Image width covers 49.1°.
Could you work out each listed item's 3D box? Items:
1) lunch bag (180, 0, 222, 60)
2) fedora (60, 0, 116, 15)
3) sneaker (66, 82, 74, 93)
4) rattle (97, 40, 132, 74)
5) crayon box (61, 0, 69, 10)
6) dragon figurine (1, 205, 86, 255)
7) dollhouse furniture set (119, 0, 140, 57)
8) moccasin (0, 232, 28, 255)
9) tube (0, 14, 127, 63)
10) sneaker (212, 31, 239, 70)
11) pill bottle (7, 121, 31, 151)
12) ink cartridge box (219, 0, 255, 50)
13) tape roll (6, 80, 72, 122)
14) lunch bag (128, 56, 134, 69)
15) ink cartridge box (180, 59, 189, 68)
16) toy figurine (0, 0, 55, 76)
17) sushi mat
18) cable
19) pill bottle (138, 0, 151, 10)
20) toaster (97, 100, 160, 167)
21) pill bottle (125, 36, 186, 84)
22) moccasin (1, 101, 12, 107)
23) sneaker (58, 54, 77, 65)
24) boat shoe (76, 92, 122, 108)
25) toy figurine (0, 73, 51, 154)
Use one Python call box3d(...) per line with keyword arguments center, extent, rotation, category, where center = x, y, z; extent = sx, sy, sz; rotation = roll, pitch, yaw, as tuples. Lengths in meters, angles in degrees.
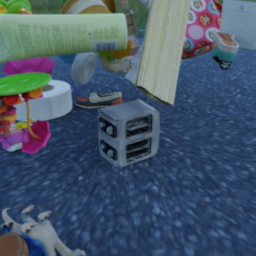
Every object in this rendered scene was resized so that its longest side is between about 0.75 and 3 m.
box3d(center=(2.263, -3.725, 9.542), extent=(2.120, 2.407, 0.986), rotation=(-22, -5, -8), category="lunch bag")
box3d(center=(-0.849, -2.500, 6.900), extent=(1.835, 1.835, 0.748), rotation=(-24, 62, -42), category="fedora")
box3d(center=(-2.748, -1.849, 12.694), extent=(0.305, 0.437, 0.878), rotation=(-17, 29, -33), category="sneaker")
box3d(center=(0.044, -2.091, 8.374), extent=(1.301, 1.821, 1.185), rotation=(-8, 61, 32), category="rattle")
box3d(center=(-1.647, -4.589, 10.142), extent=(0.509, 1.039, 1.749), rotation=(32, 51, 17), category="crayon box")
box3d(center=(-1.492, 1.832, 4.477), extent=(1.981, 0.985, 0.583), rotation=(-5, 18, 38), category="dragon figurine")
box3d(center=(-0.470, -4.032, 10.578), extent=(1.340, 2.585, 1.145), rotation=(-19, 46, -2), category="dollhouse furniture set")
box3d(center=(-2.525, 2.062, 3.337), extent=(2.676, 1.033, 0.979), rotation=(-19, 34, -33), category="moccasin")
box3d(center=(-1.348, -1.740, 5.239), extent=(2.625, 0.762, 0.682), rotation=(-7, 5, -8), category="tube")
box3d(center=(2.485, -2.089, 7.438), extent=(0.608, 0.681, 1.704), rotation=(12, 34, 5), category="sneaker")
box3d(center=(-3.127, 0.242, 7.962), extent=(0.574, 0.574, 1.050), rotation=(2, 25, 4), category="pill bottle")
box3d(center=(3.186, -3.277, 7.561), extent=(1.094, 2.107, 0.625), rotation=(26, 51, 32), category="ink cartridge box")
box3d(center=(-3.352, -1.087, 10.533), extent=(2.457, 0.859, 2.457), rotation=(0, 24, 0), category="tape roll")
box3d(center=(0.426, -2.347, 10.531), extent=(1.343, 0.625, 1.525), rotation=(-4, 24, -15), category="lunch bag")
box3d(center=(2.101, -3.139, 11.805), extent=(1.011, 0.744, 0.731), rotation=(23, 26, -4), category="ink cartridge box")
box3d(center=(-2.793, -2.131, 7.402), extent=(2.314, 1.888, 2.514), rotation=(37, 55, 12), category="toy figurine")
box3d(center=(0.840, -2.032, 5.933), extent=(0.179, 2.957, 1.415), rotation=(7, -7, 37), category="sushi mat")
box3d(center=(-1.344, -1.850, 8.523), extent=(0.367, 1.061, 1.061), rotation=(25, 5, 10), category="cable")
box3d(center=(0.552, -3.347, 7.138), extent=(0.863, 0.499, 0.499), rotation=(46, 41, 13), category="pill bottle")
box3d(center=(0.051, 0.110, 7.302), extent=(1.573, 1.423, 0.934), rotation=(-15, 32, -29), category="toaster")
box3d(center=(0.727, -1.919, 7.736), extent=(1.005, 1.773, 1.005), rotation=(32, 7, -5), category="pill bottle")
box3d(center=(-2.226, -0.593, 5.265), extent=(0.308, 0.325, 0.841), rotation=(5, 10, -9), category="moccasin")
box3d(center=(-2.082, -3.044, 10.621), extent=(2.314, 0.885, 0.935), rotation=(7, 56, 53), category="sneaker")
box3d(center=(-1.149, -1.110, 10.924), extent=(1.853, 0.580, 0.659), rotation=(2, 26, 7), category="boat shoe")
box3d(center=(-1.872, -0.118, 4.745), extent=(1.415, 1.303, 1.063), rotation=(-24, 32, -34), category="toy figurine")
